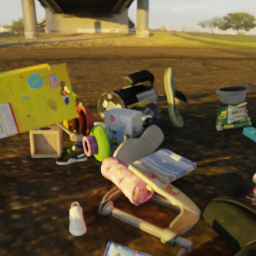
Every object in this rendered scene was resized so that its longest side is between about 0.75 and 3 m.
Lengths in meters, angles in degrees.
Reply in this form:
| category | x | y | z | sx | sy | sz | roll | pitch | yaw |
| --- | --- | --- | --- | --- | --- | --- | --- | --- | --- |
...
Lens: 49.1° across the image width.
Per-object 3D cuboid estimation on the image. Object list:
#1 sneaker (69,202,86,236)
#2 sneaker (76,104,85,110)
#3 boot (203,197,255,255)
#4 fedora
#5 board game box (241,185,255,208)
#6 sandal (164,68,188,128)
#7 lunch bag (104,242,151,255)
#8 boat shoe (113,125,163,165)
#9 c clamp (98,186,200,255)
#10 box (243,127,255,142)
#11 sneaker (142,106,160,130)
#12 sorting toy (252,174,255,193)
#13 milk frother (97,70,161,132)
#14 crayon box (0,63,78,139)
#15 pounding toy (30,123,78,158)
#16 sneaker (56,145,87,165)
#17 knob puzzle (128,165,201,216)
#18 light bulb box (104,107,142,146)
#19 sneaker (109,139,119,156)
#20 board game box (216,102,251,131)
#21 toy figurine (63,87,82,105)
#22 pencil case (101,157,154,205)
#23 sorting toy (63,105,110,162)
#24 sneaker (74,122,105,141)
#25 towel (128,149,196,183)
| category | x | y | z | sx | sy | sz | roll | pitch | yaw |
| --- | --- | --- | --- | --- | --- | --- | --- | --- | --- |
| sneaker | -1.171 | 2.013 | 6.283 | 0.357 | 0.455 | 0.916 | -8 | 23 | -19 |
| sneaker | -2.365 | -0.640 | 12.633 | 0.539 | 0.549 | 1.424 | -13 | 21 | 34 |
| boot | 2.047 | 2.252 | 4.890 | 2.452 | 0.907 | 2.009 | 25 | 26 | 37 |
| fedora | 5.760 | -1.775 | 15.295 | 1.837 | 0.829 | 1.625 | -9 | 20 | 0 |
| board game box | 3.626 | 1.823 | 7.000 | 1.076 | 0.275 | 1.588 | 19 | 28 | 39 |
| sandal | 1.934 | -1.087 | 10.940 | 0.748 | 2.622 | 1.041 | -5 | 37 | 15 |
| lunch bag | -0.079 | 2.711 | 4.493 | 1.014 | 0.633 | 1.347 | 12 | 39 | 14 |
| boat shoe | 0.258 | 0.762 | 9.370 | 0.831 | 0.962 | 2.649 | -36 | 0 | 42 |
| c clamp | 0.391 | 1.971 | 6.376 | 2.737 | 0.371 | 2.338 | 15 | 24 | 40 |
| box | 4.972 | 0.288 | 10.888 | 0.437 | 0.261 | 1.062 | -6 | 22 | -14 |
| sneaker | 0.938 | -0.373 | 12.098 | 0.841 | 0.718 | 1.908 | 22 | 40 | 35 |
| sorting toy | 3.476 | 1.421 | 5.441 | 1.966 | 1.978 | 0.688 | 38 | 70 | 23 |
| milk frother | 0.575 | -0.881 | 12.224 | 2.532 | 2.429 | 2.692 | -26 | 76 | -47 |
| crayon box | -2.998 | -0.796 | 8.130 | 2.742 | 1.741 | 0.696 | -15 | 22 | -17 |
| pounding toy | -2.450 | 0.253 | 9.457 | 1.525 | 1.340 | 0.698 | 0 | 18 | -6 |
| sneaker | -1.856 | 0.828 | 9.117 | 1.007 | 0.563 | 0.368 | -10 | 23 | -23 |
| knob puzzle | 0.899 | 1.513 | 6.473 | 1.850 | 0.257 | 1.850 | 33 | 2 | -1 |
| light bulb box | -0.190 | -0.035 | 10.385 | 1.237 | 1.226 | 0.772 | 12 | 24 | 31 |
| sneaker | -0.671 | 0.613 | 9.544 | 0.935 | 0.611 | 0.372 | 9 | 37 | 23 |
| board game box | 4.658 | -0.540 | 12.446 | 1.354 | 0.303 | 2.585 | -14 | 15 | 24 |
| toy figurine | -3.136 | -1.152 | 14.084 | 1.336 | 1.177 | 2.231 | -39 | 27 | -12 |
| pencil case | -0.063 | 1.307 | 7.218 | 0.696 | 0.728 | 1.682 | -2 | 18 | -33 |
| sorting toy | -1.519 | 0.301 | 9.317 | 0.991 | 1.451 | 2.415 | -12 | 43 | -26 |
| sneaker | -1.384 | 0.158 | 10.721 | 1.678 | 0.628 | 0.836 | -17 | 27 | -36 |
| towel | 0.949 | 1.148 | 8.294 | 1.890 | 0.225 | 1.388 | -17 | 31 | -41 |
